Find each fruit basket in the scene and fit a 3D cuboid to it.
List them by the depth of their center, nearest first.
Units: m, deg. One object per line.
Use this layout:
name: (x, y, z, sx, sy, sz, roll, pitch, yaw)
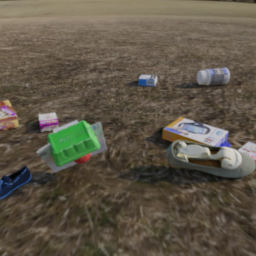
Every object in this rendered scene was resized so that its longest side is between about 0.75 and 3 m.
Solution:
fruit basket: (-1.408, 0.533, 7.399, 1.657, 1.789, 0.839, -24, 72, -9)

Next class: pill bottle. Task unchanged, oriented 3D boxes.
pill bottle: (4.448, -2.676, 14.718, 1.486, 0.846, 0.846, -6, 28, -9)

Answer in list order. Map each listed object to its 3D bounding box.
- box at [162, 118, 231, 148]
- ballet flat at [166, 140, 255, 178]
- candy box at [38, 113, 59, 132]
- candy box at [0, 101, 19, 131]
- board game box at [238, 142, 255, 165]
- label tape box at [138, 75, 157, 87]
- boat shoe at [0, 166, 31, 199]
box: (2.375, 0.277, 9.526, 2.096, 0.435, 1.248, 18, 32, 34)
ballet flat: (2.327, 0.838, 7.748, 2.529, 0.805, 0.852, 6, 61, 5)
candy box: (-3.011, -0.222, 10.593, 0.680, 0.304, 0.997, -9, 29, -16)
candy box: (-4.983, -0.469, 10.853, 1.055, 0.510, 1.808, -15, 30, -26)
board game box: (3.883, 0.800, 8.759, 0.942, 0.190, 0.720, -24, 36, -38)
label tape box: (1.089, -2.623, 15.103, 0.863, 0.398, 1.205, 6, 30, 12)
boat shoe: (-3.191, 1.404, 7.318, 0.556, 0.454, 1.322, 15, 31, 26)
